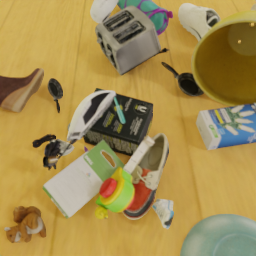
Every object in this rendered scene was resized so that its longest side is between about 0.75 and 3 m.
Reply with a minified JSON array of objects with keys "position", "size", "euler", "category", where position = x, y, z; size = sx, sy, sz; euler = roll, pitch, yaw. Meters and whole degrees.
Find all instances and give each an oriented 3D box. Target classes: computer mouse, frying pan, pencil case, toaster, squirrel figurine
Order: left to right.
[{"position":[-2.447,2.261,6.559],"size":[0.792,0.600,0.848],"euler":[-22,54,-2],"category":"squirrel figurine"},{"position":[-1.981,0.515,7.639],"size":[1.253,0.275,0.687],"euler":[21,35,35],"category":"computer mouse"},{"position":[-2.338,-1.060,9.238],"size":[0.192,0.715,1.182],"euler":[-16,94,21],"category":"frying pan"},{"position":[-1.231,-0.095,6.830],"size":[0.546,1.364,2.487],"euler":[38,68,1],"category":"computer mouse"},{"position":[-0.530,-3.224,7.082],"size":[0.815,1.486,0.326],"euler":[40,42,-7],"category":"computer mouse"},{"position":[0.050,-3.133,9.964],"size":[2.052,1.217,1.855],"euler":[-31,55,-2],"category":"toaster"},{"position":[0.545,-5.120,11.805],"size":[1.382,1.272,2.990],"euler":[-29,57,-3],"category":"pencil case"},{"position":[1.804,-1.550,9.423],"size":[1.669,0.272,1.010],"euler":[18,55,-8],"category":"frying pan"}]

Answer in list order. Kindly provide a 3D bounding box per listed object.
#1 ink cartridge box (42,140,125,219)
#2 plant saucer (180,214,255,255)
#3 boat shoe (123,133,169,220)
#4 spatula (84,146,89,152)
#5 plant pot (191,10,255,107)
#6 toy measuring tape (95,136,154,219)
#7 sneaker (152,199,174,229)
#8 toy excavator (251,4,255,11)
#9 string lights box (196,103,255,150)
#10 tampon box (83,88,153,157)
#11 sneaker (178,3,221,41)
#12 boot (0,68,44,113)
[{"position":[-1.080,1.270,7.067],"size":[1.877,0.557,0.975],"euler":[-38,84,-25],"category":"ink cartridge box"},{"position":[2.425,3.013,5.970],"size":[2.598,0.500,2.598],"euler":[0,53,0],"category":"plant saucer"},{"position":[0.479,1.182,7.236],"size":[0.841,0.739,2.363],"euler":[21,56,14],"category":"boat shoe"},{"position":[-0.875,0.873,7.798],"size":[1.047,0.296,0.108],"euler":[36,58,18],"category":"spatula"},{"position":[3.669,-2.392,8.695],"size":[2.934,2.934,2.083],"euler":[19,51,14],"category":"plant pot"},{"position":[0.007,1.191,6.500],"size":[0.828,0.828,2.250],"euler":[34,81,23],"category":"toy measuring tape"},{"position":[0.776,1.935,6.433],"size":[0.468,1.081,0.405],"euler":[20,99,3],"category":"sneaker"},{"position":[4.879,-3.287,10.021],"size":[0.911,1.825,1.774],"euler":[-12,48,-8],"category":"toy excavator"},{"position":[3.195,-0.068,8.279],"size":[2.060,0.607,1.059],"euler":[-9,53,-7],"category":"string lights box"},{"position":[-0.293,-0.121,7.944],"size":[1.729,1.092,1.296],"euler":[17,61,12],"category":"tampon box"},{"position":[2.997,-4.339,11.206],"size":[1.118,1.178,2.926],"euler":[-23,56,-10],"category":"sneaker"},{"position":[-3.835,-1.523,9.175],"size":[1.578,0.687,1.898],"euler":[26,63,-2],"category":"boot"}]
